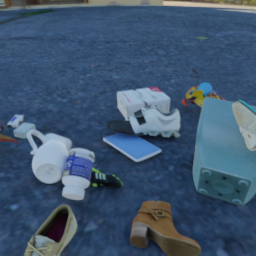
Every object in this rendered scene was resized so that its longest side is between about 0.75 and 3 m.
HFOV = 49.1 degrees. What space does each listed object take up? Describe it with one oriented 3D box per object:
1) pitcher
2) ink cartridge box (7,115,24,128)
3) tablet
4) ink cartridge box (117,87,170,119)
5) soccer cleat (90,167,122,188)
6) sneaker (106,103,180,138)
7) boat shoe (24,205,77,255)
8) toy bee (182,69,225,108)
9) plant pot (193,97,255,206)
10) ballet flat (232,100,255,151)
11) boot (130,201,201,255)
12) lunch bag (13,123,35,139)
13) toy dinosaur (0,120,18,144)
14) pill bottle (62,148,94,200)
[{"bbox_3d":[-2.643,0.828,9.047,1.600,1.131,1.866,28,22,-19],"label":"pitcher"},{"bbox_3d":[-4.838,-0.295,12.096,0.411,0.162,0.826,3,32,5],"label":"ink cartridge box"},{"bbox_3d":[0.121,0.642,10.422,1.278,0.134,1.963,-18,34,-37],"label":"tablet"},{"bbox_3d":[0.648,-1.118,12.778,2.048,0.854,1.488,-10,32,-16],"label":"ink cartridge box"},{"bbox_3d":[-0.802,1.644,8.645,1.363,0.460,0.552,14,43,33],"label":"soccer cleat"},{"bbox_3d":[0.598,-0.364,10.905,2.903,1.285,1.075,1,15,-5],"label":"sneaker"},{"bbox_3d":[-1.943,2.746,6.383,0.881,0.790,2.381,7,32,12],"label":"boat shoe"},{"bbox_3d":[3.263,-1.323,12.704,1.428,1.720,2.627,-42,29,13],"label":"toy bee"},{"bbox_3d":[3.009,0.846,8.266,2.276,2.270,2.318,14,49,20],"label":"plant pot"},{"bbox_3d":[3.396,0.445,6.710,2.759,0.860,0.930,46,8,23],"label":"ballet flat"},{"bbox_3d":[0.982,2.501,7.086,1.735,0.665,1.347,2,26,17],"label":"boot"},{"bbox_3d":[-4.167,0.103,11.281,0.642,0.309,0.801,8,31,18],"label":"lunch bag"},{"bbox_3d":[-5.172,0.346,9.781,1.721,1.897,0.996,-35,16,-7],"label":"toy dinosaur"},{"bbox_3d":[-1.497,1.374,8.281,0.814,0.814,1.360,4,60,6],"label":"pill bottle"}]
